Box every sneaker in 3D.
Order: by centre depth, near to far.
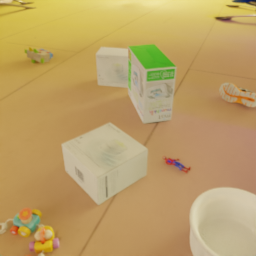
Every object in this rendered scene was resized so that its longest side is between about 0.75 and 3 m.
[{"bbox_3d":[4.926,-1.409,12.308,0.771,0.781,1.996,-4,30,-42],"label":"sneaker"}]

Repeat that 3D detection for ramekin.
[{"bbox_3d":[2.402,2.480,6.372,2.098,1.023,2.098,0,34,0],"label":"ramekin"}]

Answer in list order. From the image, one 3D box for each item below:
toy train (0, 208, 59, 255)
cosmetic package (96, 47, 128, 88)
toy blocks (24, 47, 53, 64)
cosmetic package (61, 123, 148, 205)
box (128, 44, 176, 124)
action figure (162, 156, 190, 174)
[{"bbox_3d":[-2.496,2.630,6.584,1.457,0.540,1.940,-22,41,-29],"label":"toy train"},{"bbox_3d":[-0.617,-2.926,13.573,1.631,1.636,1.006,6,35,10],"label":"cosmetic package"},{"bbox_3d":[-5.022,-4.234,16.325,1.699,0.849,1.161,25,31,31],"label":"toy blocks"},{"bbox_3d":[-0.697,0.968,8.449,1.851,1.138,1.845,-25,42,-33],"label":"cosmetic package"},{"bbox_3d":[0.884,-1.863,11.455,1.272,2.321,2.630,-7,36,-12],"label":"box"},{"bbox_3d":[1.522,1.140,9.003,0.961,0.248,0.314,22,42,32],"label":"action figure"}]
